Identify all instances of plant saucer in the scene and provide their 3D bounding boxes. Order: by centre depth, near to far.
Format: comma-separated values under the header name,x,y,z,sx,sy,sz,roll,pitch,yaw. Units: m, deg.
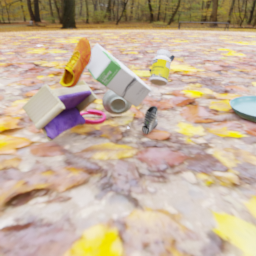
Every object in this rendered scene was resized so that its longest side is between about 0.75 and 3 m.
name,x,y,z,sx,sy,sz,roll,pitch,yaw
plant saucer,-0.382,-0.894,10.232,1.155,1.155,0.290,-2,38,-5
plant saucer,5.273,-0.678,10.761,2.650,0.363,2.650,0,23,0

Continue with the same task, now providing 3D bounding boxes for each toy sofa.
name,x,y,z,sx,sy,sz,roll,pitch,yaw
toy sofa,-1.862,-0.628,8.618,1.061,1.250,2.562,-37,0,20

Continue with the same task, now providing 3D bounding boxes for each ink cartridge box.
name,x,y,z,sx,sy,sz,roll,pitch,yaw
ink cartridge box,-0.319,-1.492,8.178,1.735,0.729,1.266,31,15,-40

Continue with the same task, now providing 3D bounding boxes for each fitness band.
name,x,y,z,sx,sy,sz,roll,pitch,yaw
fitness band,-1.331,-0.394,10.239,1.047,0.196,0.752,8,33,11

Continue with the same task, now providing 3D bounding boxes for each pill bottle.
name,x,y,z,sx,sy,sz,roll,pitch,yaw
pill bottle,0.830,-1.522,7.088,0.463,0.831,0.463,11,-11,2

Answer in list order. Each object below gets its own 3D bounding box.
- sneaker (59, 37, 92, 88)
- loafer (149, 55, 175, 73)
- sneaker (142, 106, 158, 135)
name,x,y,z,sx,sy,sz,roll,pitch,yaw
sneaker,-1.365,-1.685,7.398,0.521,1.429,0.551,27,16,14
loafer,1.293,-2.431,10.685,1.175,0.412,0.399,-42,7,-8
sneaker,0.800,-0.308,9.100,0.388,1.034,0.597,35,33,24
